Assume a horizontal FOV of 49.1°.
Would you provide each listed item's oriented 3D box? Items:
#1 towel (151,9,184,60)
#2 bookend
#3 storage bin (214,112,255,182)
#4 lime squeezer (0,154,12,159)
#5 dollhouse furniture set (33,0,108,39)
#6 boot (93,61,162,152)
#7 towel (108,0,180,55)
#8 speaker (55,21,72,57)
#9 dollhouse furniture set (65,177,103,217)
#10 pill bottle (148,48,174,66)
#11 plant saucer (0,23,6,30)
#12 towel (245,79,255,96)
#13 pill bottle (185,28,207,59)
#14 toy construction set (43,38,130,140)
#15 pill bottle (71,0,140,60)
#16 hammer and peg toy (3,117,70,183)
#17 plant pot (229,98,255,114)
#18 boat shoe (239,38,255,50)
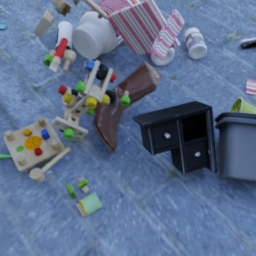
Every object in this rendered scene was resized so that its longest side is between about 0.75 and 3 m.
[{"bbox_3d":[1.203,-2.697,8.270,0.202,0.986,1.347,36,105,19],"label":"towel"},{"bbox_3d":[1.252,0.443,7.455,1.905,1.893,0.877,-14,18,-12],"label":"bookend"},{"bbox_3d":[3.681,0.658,7.800,2.566,1.867,1.723,8,82,5],"label":"storage bin"},{"bbox_3d":[-4.001,0.701,8.522,1.340,0.253,0.473,25,58,18],"label":"lime squeezer"},{"bbox_3d":[-2.006,-3.727,9.735,1.613,1.979,1.882,33,21,-26],"label":"dollhouse furniture set"},{"bbox_3d":[0.068,-0.712,8.501,2.426,0.779,2.261,-30,57,15],"label":"boot"},{"bbox_3d":[0.489,-3.367,9.518,2.438,1.784,0.365,10,58,54],"label":"towel"},{"bbox_3d":[-2.612,-3.669,11.505,0.639,0.639,1.573,-4,54,-3],"label":"speaker"},{"bbox_3d":[-1.171,1.835,7.539,0.609,0.467,0.930,-29,59,-20],"label":"dollhouse furniture set"},{"bbox_3d":[1.129,-3.266,11.044,0.899,0.899,1.601,-13,54,-9],"label":"pill bottle"},{"bbox_3d":[-6.076,-4.500,12.444,1.291,0.123,0.452,-2,54,-1],"label":"plant saucer"},{"bbox_3d":[4.593,-1.479,10.229,0.550,0.087,0.763,14,55,11],"label":"towel"},{"bbox_3d":[2.686,-3.419,11.278,0.706,0.706,1.241,-3,53,-2],"label":"pill bottle"},{"bbox_3d":[-1.404,-0.824,7.439,2.028,2.432,1.868,-8,52,24],"label":"toy construction set"},{"bbox_3d":[-0.828,-4.093,11.166,1.687,1.687,2.986,27,57,19],"label":"pill bottle"},{"bbox_3d":[-2.624,0.674,8.258,1.486,0.712,2.020,-28,58,-21],"label":"hammer and peg toy"},{"bbox_3d":[3.803,-0.358,8.954,0.905,0.985,0.985,20,55,0],"label":"plant pot"},{"bbox_3d":[5.216,-3.473,11.532,1.228,0.421,0.348,-11,60,0],"label":"boat shoe"}]
